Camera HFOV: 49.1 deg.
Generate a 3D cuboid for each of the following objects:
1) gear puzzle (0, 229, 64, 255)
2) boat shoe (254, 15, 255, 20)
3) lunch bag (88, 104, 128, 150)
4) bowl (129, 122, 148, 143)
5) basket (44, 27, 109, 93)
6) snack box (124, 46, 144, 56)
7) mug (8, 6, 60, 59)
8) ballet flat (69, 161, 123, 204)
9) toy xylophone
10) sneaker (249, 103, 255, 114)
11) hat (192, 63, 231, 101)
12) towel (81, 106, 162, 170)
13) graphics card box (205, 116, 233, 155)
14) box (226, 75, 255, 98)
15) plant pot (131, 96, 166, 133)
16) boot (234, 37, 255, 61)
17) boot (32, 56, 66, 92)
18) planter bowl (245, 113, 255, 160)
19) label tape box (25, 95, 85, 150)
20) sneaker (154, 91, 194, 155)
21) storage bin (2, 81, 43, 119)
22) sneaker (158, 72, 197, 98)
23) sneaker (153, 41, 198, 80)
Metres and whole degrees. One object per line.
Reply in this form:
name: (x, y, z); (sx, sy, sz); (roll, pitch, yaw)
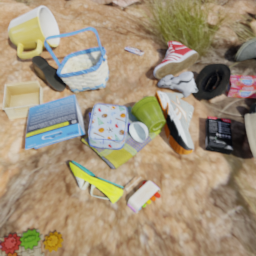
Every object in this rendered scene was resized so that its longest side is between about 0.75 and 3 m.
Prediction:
gear puzzle: (-2.963, 3.460, 7.841); (2.302, 0.301, 1.192); (-11, 52, -9)
boat shoe: (7.773, -5.894, 15.166); (0.718, 0.674, 1.995); (-26, 56, -20)
lunch bag: (-0.750, -0.095, 10.185); (1.444, 0.681, 1.802); (4, 52, 1)
bowl: (0.442, 0.102, 10.060); (0.785, 0.785, 0.353); (34, 45, 24)
basket: (-1.958, -2.733, 11.336); (2.173, 2.465, 1.714); (-5, 50, 16)
snack box: (0.305, -3.802, 13.836); (0.949, 0.115, 0.341); (24, 55, 18)
mug: (-4.633, -4.499, 13.223); (1.928, 1.881, 2.349); (-9, 29, 14)
ballet flat: (-1.157, 1.778, 9.028); (2.087, 0.697, 0.700); (24, 81, 17)
toy xylophone: (0.441, 2.085, 8.946); (1.190, 0.299, 0.871); (-30, 58, -22)
sneaker: (5.757, -0.104, 10.418); (1.186, 1.026, 2.627); (-19, 49, -38)
hat: (3.615, -1.806, 11.688); (0.753, 1.867, 1.867); (26, 41, -33)
towel: (-0.213, 0.281, 10.423); (2.576, 0.293, 1.850); (-35, 58, -25)
graphics card box: (3.340, 0.262, 10.360); (0.906, 0.367, 1.444); (10, 50, 2)
box: (4.904, -1.725, 11.778); (1.410, 0.703, 0.673); (3, 51, 2)
plant pot: (0.833, -0.426, 10.328); (1.086, 1.086, 1.046); (-23, 62, -17)
boot: (6.536, -3.192, 12.977); (2.274, 0.908, 2.501); (-36, 66, -23)
boot: (-3.455, -2.233, 12.280); (0.746, 0.765, 2.027); (-35, 76, -34)
planter bowl: (4.698, 0.194, 9.439); (1.077, 1.601, 1.601); (-15, 45, 29)
label tape box: (-2.528, -0.033, 9.824); (1.809, 0.834, 2.524); (-17, 39, -3)
sneaker: (1.993, -0.349, 10.469); (1.355, 1.115, 2.945); (-9, 53, -13)
storage bin: (-4.216, -1.152, 11.348); (1.391, 0.656, 1.401); (-9, 51, -7)
sneaker: (2.100, -1.746, 11.878); (1.683, 0.967, 0.632); (-6, 40, 41)
sneaker: (1.851, -3.131, 12.810); (2.491, 0.887, 1.401); (-28, 56, -24)
